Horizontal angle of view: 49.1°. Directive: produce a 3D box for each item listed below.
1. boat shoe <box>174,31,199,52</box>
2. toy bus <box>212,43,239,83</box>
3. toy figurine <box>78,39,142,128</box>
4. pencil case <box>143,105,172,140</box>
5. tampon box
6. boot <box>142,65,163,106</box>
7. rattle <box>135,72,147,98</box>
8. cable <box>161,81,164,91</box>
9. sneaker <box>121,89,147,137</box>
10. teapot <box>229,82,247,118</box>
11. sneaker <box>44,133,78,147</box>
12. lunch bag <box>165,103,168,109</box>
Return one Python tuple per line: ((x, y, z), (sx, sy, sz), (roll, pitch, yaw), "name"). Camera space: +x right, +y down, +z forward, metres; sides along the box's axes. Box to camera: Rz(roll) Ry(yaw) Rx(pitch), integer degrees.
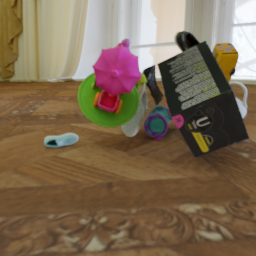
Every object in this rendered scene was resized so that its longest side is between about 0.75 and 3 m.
((3.157, -3.558, 13.145), (2.424, 0.871, 0.820), (40, -14, -28), "boat shoe")
((4.042, -2.351, 12.657), (0.892, 2.741, 1.073), (-6, 51, -9), "toy bus")
((-0.280, -1.579, 7.964), (1.974, 2.630, 2.421), (19, -20, -7), "toy figurine")
((1.193, -0.267, 10.912), (0.906, 0.984, 2.129), (-4, 12, 14), "pencil case")
((2.067, -0.840, 8.032), (1.609, 1.910, 2.549), (-23, 40, 18), "tampon box")
((0.980, -1.634, 10.654), (0.483, 1.213, 1.394), (-15, 33, 32), "boot")
((-0.254, -1.201, 10.029), (1.283, 1.971, 1.408), (36, 1, -10), "rattle")
((2.588, -1.465, 11.517), (2.910, 2.911, 1.008), (26, -42, -34), "cable")
((0.369, -0.652, 10.905), (0.890, 2.331, 0.938), (1, -26, 26), "sneaker")
((3.158, -0.594, 9.848), (1.771, 1.294, 1.748), (-41, 0, -13), "teapot")
((-2.212, 0.473, 9.272), (1.128, 0.417, 0.462), (-9, 25, -6), "sneaker")
((2.089, -1.108, 12.315), (0.964, 1.094, 0.448), (36, -26, -26), "lunch bag")
